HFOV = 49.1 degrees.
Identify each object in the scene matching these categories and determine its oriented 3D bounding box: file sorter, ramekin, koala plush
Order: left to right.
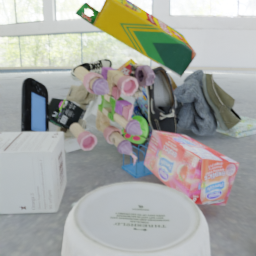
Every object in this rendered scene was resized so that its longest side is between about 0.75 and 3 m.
[{"bbox_3d":[0.127,1.858,4.565,2.591,1.207,2.591,1,15,0],"label":"ramekin"},{"bbox_3d":[0.522,0.942,8.706,1.223,0.750,0.849,-10,18,-29],"label":"file sorter"},{"bbox_3d":[2.165,-0.673,12.407,2.984,2.742,2.646,-16,15,28],"label":"koala plush"}]

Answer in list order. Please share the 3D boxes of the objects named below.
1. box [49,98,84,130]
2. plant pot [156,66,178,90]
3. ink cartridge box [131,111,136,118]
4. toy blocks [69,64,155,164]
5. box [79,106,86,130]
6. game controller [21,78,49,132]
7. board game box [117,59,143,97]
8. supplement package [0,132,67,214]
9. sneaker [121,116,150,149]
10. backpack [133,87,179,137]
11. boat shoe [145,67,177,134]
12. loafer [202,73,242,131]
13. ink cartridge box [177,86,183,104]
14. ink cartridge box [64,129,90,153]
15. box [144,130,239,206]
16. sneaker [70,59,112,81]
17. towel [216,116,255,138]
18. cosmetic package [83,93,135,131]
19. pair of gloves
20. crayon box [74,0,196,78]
[{"bbox_3d":[-2.312,-0.494,9.901,1.167,0.867,0.725,13,-16,45],"label":"box"},{"bbox_3d":[1.664,-2.014,12.999,1.284,1.196,1.196,30,1,-27],"label":"plant pot"},{"bbox_3d":[0.174,-0.509,12.532,1.004,0.588,1.389,-31,15,49],"label":"ink cartridge box"},{"bbox_3d":[-0.110,-0.466,8.046,2.516,2.351,2.118,-10,32,-34],"label":"toy blocks"},{"bbox_3d":[-2.112,-0.320,12.434,0.285,1.160,0.935,-4,17,-27],"label":"box"},{"bbox_3d":[-2.977,-0.450,9.070,0.477,2.267,1.183,-10,-14,26],"label":"game controller"},{"bbox_3d":[-0.368,-1.643,11.275,2.521,1.204,0.378,-30,38,36],"label":"board game box"},{"bbox_3d":[-2.975,1.036,6.825,2.657,1.553,1.558,-1,18,-3],"label":"supplement package"},{"bbox_3d":[0.365,0.212,10.286,1.110,1.017,2.650,39,-2,-13],"label":"sneaker"},{"bbox_3d":[0.981,-0.715,10.803,1.423,1.930,2.115,-32,-14,2],"label":"backpack"},{"bbox_3d":[1.165,-0.713,9.203,0.946,2.560,0.772,-9,2,-12],"label":"boat shoe"},{"bbox_3d":[3.782,-1.125,11.257,0.932,2.675,1.006,-20,26,29],"label":"loafer"},{"bbox_3d":[2.872,-1.315,14.431,1.551,1.544,2.114,3,5,-18],"label":"ink cartridge box"},{"bbox_3d":[-1.905,0.472,10.535,0.779,0.448,1.074,-17,12,14],"label":"ink cartridge box"},{"bbox_3d":[1.406,0.893,6.871,1.142,1.054,2.226,10,11,-24],"label":"box"},{"bbox_3d":[-1.196,-1.963,9.397,1.501,0.568,0.658,-23,1,-13],"label":"sneaker"},{"bbox_3d":[4.941,-0.130,12.928,2.199,0.529,1.882,-9,18,-30],"label":"towel"},{"bbox_3d":[-0.775,-0.648,10.723,1.315,1.314,1.594,27,-17,-16],"label":"cosmetic package"},{"bbox_3d":[-1.885,-0.625,10.415,0.381,2.172,1.847,25,-15,-39],"label":"pair of gloves"},{"bbox_3d":[0.198,-2.357,6.538,2.676,0.680,1.699,26,28,-16],"label":"crayon box"}]
